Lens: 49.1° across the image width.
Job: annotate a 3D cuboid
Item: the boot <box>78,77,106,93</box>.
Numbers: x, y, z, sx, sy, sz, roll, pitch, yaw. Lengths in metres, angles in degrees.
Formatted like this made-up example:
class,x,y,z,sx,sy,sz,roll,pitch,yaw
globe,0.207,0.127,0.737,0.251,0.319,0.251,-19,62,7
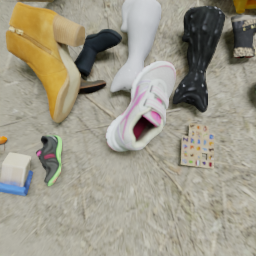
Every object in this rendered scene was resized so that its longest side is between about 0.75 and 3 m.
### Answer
class,x,y,z,sx,sy,sz,roll,pitch,yaw
boot,-1.313,-1.312,7.913,1.340,0.500,0.649,-14,77,0

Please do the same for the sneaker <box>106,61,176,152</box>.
class,x,y,z,sx,sy,sz,roll,pitch,yaw
sneaker,0.552,-0.467,6.974,1.069,1.160,2.629,30,85,-30

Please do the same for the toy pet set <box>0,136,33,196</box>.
class,x,y,z,sx,sy,sz,roll,pitch,yaw
toy pet set,-3.342,1.046,6.990,1.770,1.896,1.007,13,110,-10

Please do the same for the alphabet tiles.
class,x,y,z,sx,sy,sz,roll,pitch,yaw
alphabet tiles,1.893,0.468,7.579,0.974,0.044,1.165,9,76,-14

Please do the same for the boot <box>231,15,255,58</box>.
class,x,y,z,sx,sy,sz,roll,pitch,yaw
boot,3.534,-2.636,8.167,1.522,0.557,1.146,-10,101,-38

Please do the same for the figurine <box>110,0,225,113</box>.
class,x,y,z,sx,sy,sz,roll,pitch,yaw
figurine,1.028,-1.981,7.785,2.853,1.228,2.784,10,81,4

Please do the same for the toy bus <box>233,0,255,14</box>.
class,x,y,z,sx,sy,sz,roll,pitch,yaw
toy bus,3.580,-4.516,7.658,2.627,2.737,1.857,-7,77,8

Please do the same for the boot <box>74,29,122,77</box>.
class,x,y,z,sx,sy,sz,roll,pitch,yaw
boot,-0.909,-2.026,7.775,1.469,0.561,1.235,8,72,46

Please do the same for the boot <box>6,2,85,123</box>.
class,x,y,z,sx,sy,sz,roll,pitch,yaw
boot,-2.232,-1.631,7.201,1.930,0.949,2.696,20,112,11

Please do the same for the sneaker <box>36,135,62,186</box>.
class,x,y,z,sx,sy,sz,roll,pitch,yaw
sneaker,-2.050,0.814,7.134,0.626,0.573,1.494,15,42,-28

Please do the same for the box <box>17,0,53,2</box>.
class,x,y,z,sx,sy,sz,roll,pitch,yaw
box,-2.282,-4.036,7.765,0.169,1.586,1.297,46,120,-4
